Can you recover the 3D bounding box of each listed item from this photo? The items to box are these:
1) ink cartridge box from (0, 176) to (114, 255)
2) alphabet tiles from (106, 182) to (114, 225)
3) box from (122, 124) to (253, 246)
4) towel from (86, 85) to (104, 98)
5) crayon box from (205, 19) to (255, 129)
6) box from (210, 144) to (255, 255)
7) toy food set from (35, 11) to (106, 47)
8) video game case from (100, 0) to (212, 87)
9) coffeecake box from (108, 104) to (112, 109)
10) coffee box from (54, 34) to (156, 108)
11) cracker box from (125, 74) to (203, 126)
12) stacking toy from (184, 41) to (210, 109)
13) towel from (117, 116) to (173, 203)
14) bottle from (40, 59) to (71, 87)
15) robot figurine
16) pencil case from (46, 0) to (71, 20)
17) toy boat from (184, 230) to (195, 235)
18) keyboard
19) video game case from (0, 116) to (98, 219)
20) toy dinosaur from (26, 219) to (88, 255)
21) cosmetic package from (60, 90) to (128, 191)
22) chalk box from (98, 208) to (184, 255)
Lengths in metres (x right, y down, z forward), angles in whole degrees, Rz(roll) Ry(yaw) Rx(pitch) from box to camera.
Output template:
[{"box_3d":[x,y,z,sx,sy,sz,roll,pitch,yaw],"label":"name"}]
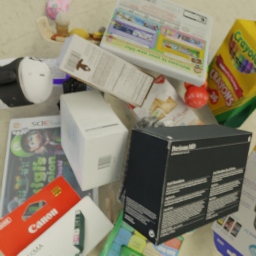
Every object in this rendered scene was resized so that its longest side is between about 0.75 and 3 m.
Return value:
[{"box_3d":[-1.443,1.936,5.354,1.582,0.397,1.823,47,54,9],"label":"ink cartridge box"},{"box_3d":[-0.463,1.987,7.273,0.082,1.123,1.098,-3,88,3],"label":"alphabet tiles"},{"box_3d":[1.280,0.937,5.692,2.658,1.048,1.876,-2,106,-39],"label":"box"},{"box_3d":[-1.102,-1.503,8.033,0.283,1.636,1.575,-7,30,-32],"label":"towel"},{"box_3d":[3.014,-1.524,7.385,0.715,2.817,1.788,-2,51,-21],"label":"crayon box"},{"box_3d":[3.093,1.885,6.354,0.580,1.666,2.798,20,99,-36],"label":"box"},{"box_3d":[-1.127,-2.717,7.722,2.519,1.808,0.761,3,114,-11],"label":"toy food set"},{"box_3d":[0.804,-2.365,7.019,2.562,0.283,2.333,18,61,-5],"label":"video game case"},{"box_3d":[-0.910,-0.091,8.397,1.148,0.419,0.881,-23,74,-8],"label":"coffeecake box"},{"box_3d":[-0.505,-1.143,5.794,1.823,1.042,0.727,23,95,-24],"label":"coffee box"},{"box_3d":[1.053,-0.361,8.252,1.365,0.588,2.038,-37,81,-7],"label":"cracker box"},{"box_3d":[1.873,-1.629,8.025,1.000,1.000,2.344,5,66,2],"label":"stacking toy"},{"box_3d":[0.490,0.810,6.972,0.937,1.812,2.189,11,96,10],"label":"towel"},{"box_3d":[-2.420,-1.507,7.649,2.357,0.984,0.769,1,108,6],"label":"bottle"},{"box_3d":[-2.597,-1.016,6.287,1.754,1.094,1.317,-7,41,4],"label":"robot figurine"},{"box_3d":[-2.306,-4.607,9.766,0.756,0.756,1.730,11,73,4],"label":"pencil case"},{"box_3d":[1.352,1.973,7.358,1.291,0.713,1.535,21,56,-33],"label":"toy boat"},{"box_3d":[-1.348,-0.735,6.894,0.210,1.637,0.983,42,65,12],"label":"keyboard"},{"box_3d":[-2.005,0.930,7.298,2.433,0.313,2.677,-5,68,4],"label":"video game case"},{"box_3d":[-1.813,3.183,6.983,1.831,1.160,2.702,-18,58,-15],"label":"toy dinosaur"},{"box_3d":[-0.838,0.240,6.169,0.943,1.530,1.535,-12,44,-24],"label":"cosmetic package"},{"box_3d":[0.225,2.804,6.348,1.501,2.413,1.494,26,72,8],"label":"chalk box"}]
